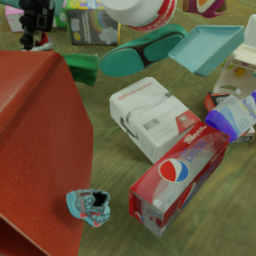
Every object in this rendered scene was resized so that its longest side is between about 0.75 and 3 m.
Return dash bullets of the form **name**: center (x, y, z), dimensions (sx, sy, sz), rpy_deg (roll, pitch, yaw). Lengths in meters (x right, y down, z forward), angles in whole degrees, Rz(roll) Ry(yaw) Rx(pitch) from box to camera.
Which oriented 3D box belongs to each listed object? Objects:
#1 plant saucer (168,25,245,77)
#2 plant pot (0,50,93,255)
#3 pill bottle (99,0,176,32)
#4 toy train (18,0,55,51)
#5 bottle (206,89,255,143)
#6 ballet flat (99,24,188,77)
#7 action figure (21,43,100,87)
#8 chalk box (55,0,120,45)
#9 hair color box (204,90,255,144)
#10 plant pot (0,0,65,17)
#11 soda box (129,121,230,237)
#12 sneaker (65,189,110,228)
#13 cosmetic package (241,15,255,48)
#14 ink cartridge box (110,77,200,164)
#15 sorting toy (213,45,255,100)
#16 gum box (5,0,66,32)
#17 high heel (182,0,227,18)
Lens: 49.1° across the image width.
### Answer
- **plant saucer**: center (1.215, -1.367, 4.786), dimensions (0.854, 0.232, 2.442), rpy_deg (-43, 16, 14)
- **plant pot**: center (-1.890, 0.278, 4.105), dimensions (2.627, 2.630, 2.317), rpy_deg (7, 50, 19)
- **pill bottle**: center (0.244, -3.331, 6.989), dimensions (1.599, 1.599, 2.849), rpy_deg (17, 18, 13)
- **toy train**: center (-1.860, -1.713, 5.720), dimensions (0.647, 2.825, 0.482), rpy_deg (6, 68, -18)
- **bottle**: center (2.696, -0.541, 6.226), dimensions (1.962, 0.640, 0.819), rpy_deg (-38, 93, -2)
- **ballet flat**: center (0.402, -2.016, 7.334), dimensions (2.476, 0.834, 0.872), rpy_deg (-14, 36, 27)
- **action figure**: center (-1.378, -1.077, 4.750), dimensions (1.693, 1.000, 0.463), rpy_deg (2, 66, -13)
- **chalk box**: center (-1.521, -4.183, 10.551), dimensions (2.417, 1.504, 1.496), rpy_deg (3, 53, 0)
- **hair color box**: center (2.937, -0.346, 8.240), dimensions (0.843, 0.509, 1.661), rpy_deg (-7, 53, -7)
- **plant pot**: center (-2.725, -3.755, 7.013), dimensions (2.232, 1.576, 1.577), rpy_deg (12, 17, -36)
- **soda box**: center (0.904, 0.755, 4.718), dimensions (0.657, 0.726, 2.073), rpy_deg (29, 49, 29)
- **sneaker**: center (-0.364, 0.945, 3.347), dimensions (0.409, 0.855, 0.339), rpy_deg (-25, 58, 12)
- **cosmetic package**: center (5.019, -3.002, 9.755), dimensions (1.319, 1.320, 1.600), rpy_deg (-12, 54, -9)
- **ink cartridge box**: center (0.692, -0.284, 7.951), dimensions (1.563, 0.882, 2.129), rpy_deg (-29, 58, -21)
- **sorting toy**: center (2.186, -1.000, 5.434), dimensions (1.153, 1.038, 0.616), rpy_deg (12, 41, -14)
- **gum box**: center (-3.720, -4.775, 11.417), dimensions (2.475, 0.818, 1.404), rpy_deg (-10, 54, -7)
- **high heel**: center (2.115, -2.957, 6.433), dimensions (1.211, 0.850, 2.524), rpy_deg (1, 9, -3)
